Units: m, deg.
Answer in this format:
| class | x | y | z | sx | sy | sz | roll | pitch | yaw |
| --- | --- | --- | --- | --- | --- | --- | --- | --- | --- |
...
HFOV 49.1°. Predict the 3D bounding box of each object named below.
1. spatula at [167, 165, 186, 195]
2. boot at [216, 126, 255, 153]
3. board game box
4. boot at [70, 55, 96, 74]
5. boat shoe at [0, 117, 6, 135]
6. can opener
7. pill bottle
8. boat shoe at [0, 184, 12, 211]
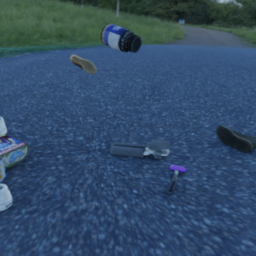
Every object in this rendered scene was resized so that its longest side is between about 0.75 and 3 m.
| class | x | y | z | sx | sy | sz | roll | pitch | yaw |
| --- | --- | --- | --- | --- | --- | --- | --- | --- | --- |
| spatula | 1.589 | 1.715 | 9.514 | 0.573 | 0.208 | 2.027 | 9 | 24 | 15 |
| boot | 4.837 | 0.431 | 12.160 | 1.229 | 0.688 | 1.777 | -10 | 37 | -33 |
| board game box | -4.937 | 1.196 | 10.013 | 2.513 | 0.776 | 2.515 | 17 | 28 | 32 |
| boot | -1.531 | -2.169 | 9.606 | 0.988 | 0.357 | 0.822 | 32 | 1 | -13 |
| boat shoe | -6.478 | 0.221 | 12.249 | 0.943 | 0.837 | 2.562 | 7 | 24 | 17 |
| can opener | 0.470 | 0.733 | 11.100 | 2.347 | 0.785 | 0.626 | 5 | 23 | 11 |
| pill bottle | -0.256 | -3.285 | 10.404 | 1.458 | 0.815 | 0.815 | 28 | 34 | 28 |
| boat shoe | -4.628 | 1.890 | 8.348 | 2.382 | 0.779 | 0.876 | 2 | 23 | 4 |
